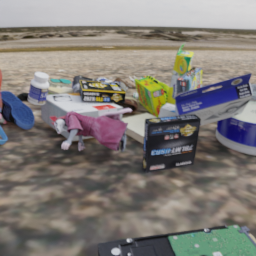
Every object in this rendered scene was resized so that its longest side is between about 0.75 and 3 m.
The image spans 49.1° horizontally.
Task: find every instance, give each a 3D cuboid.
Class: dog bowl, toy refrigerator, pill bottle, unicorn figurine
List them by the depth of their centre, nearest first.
[{"bbox_3d":[-2.961,-1.308,9.312,0.590,0.986,0.590,16,28,-9],"label":"pill bottle"},{"bbox_3d":[4.326,-0.058,9.323,2.616,1.030,2.616,0,22,0],"label":"dog bowl"},{"bbox_3d":[-3.526,-1.443,12.938,0.898,0.974,2.566,-19,29,-40],"label":"toy refrigerator"},{"bbox_3d":[0.724,-2.789,16.929,1.356,0.729,1.974,26,46,30],"label":"unicorn figurine"}]

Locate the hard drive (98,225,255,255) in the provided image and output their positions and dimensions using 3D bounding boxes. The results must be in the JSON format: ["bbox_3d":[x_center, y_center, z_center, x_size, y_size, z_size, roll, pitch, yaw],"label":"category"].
[{"bbox_3d":[0.950,2.300,4.028,2.634,0.498,1.840,-5,22,-10],"label":"hard drive"}]

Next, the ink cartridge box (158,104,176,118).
[{"bbox_3d":[1.703,-0.571,10.894,0.767,0.447,1.061,19,20,15],"label":"ink cartridge box"}]

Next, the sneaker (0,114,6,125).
[{"bbox_3d":[-5.265,-0.331,10.927,0.644,0.534,1.351,-36,36,-28],"label":"sneaker"}]

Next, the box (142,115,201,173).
[{"bbox_3d":[1.137,0.418,7.499,1.475,1.464,0.366,-5,25,-16],"label":"box"}]

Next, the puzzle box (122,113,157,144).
[{"bbox_3d":[0.751,0.049,10.040,1.574,0.301,2.366,-13,25,-31],"label":"puzzle box"}]

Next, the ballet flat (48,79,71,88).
[{"bbox_3d":[-2.529,-1.620,10.247,1.001,0.312,0.338,-5,47,-52],"label":"ballet flat"}]

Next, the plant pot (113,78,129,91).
[{"bbox_3d":[-0.377,-2.366,15.827,0.777,0.726,0.726,28,31,22],"label":"plant pot"}]

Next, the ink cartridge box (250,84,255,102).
[{"bbox_3d":[5.302,-1.052,10.800,1.868,0.441,1.495,30,-12,-24],"label":"ink cartridge box"}]

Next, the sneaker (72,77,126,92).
[{"bbox_3d":[-1.621,-2.012,14.492,2.708,1.094,1.564,-2,17,-25],"label":"sneaker"}]

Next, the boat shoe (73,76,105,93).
[{"bbox_3d":[-1.324,-1.812,12.810,2.758,0.914,0.964,4,-28,-38],"label":"boat shoe"}]

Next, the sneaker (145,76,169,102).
[{"bbox_3d":[1.519,-1.960,14.193,1.876,0.784,0.695,41,81,20],"label":"sneaker"}]

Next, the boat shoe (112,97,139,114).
[{"bbox_3d":[-0.740,-0.952,11.933,2.377,0.858,0.856,7,21,1],"label":"boat shoe"}]

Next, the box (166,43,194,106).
[{"bbox_3d":[2.285,-2.200,12.215,0.694,2.867,1.682,12,24,13],"label":"box"}]

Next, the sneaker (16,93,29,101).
[{"bbox_3d":[-4.799,-1.561,14.004,0.713,0.411,1.368,14,22,41],"label":"sneaker"}]

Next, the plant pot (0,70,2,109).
[{"bbox_3d":[-5.565,-1.525,10.127,2.170,2.170,2.111,-4,38,-10],"label":"plant pot"}]

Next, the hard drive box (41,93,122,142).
[{"bbox_3d":[-1.769,-0.511,10.322,2.023,0.997,2.595,-11,24,-37],"label":"hard drive box"}]

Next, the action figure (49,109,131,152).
[{"bbox_3d":[-1.123,-0.081,8.127,2.301,1.714,1.542,17,-2,-8],"label":"action figure"}]

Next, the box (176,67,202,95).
[{"bbox_3d":[2.222,-1.010,10.126,0.379,2.009,1.372,15,36,33],"label":"box"}]

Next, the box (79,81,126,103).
[{"bbox_3d":[-1.057,-1.421,10.859,1.593,0.492,1.994,3,17,-13],"label":"box"}]

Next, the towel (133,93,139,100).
[{"bbox_3d":[0.901,-1.668,14.580,1.291,0.198,0.963,1,22,3],"label":"towel"}]

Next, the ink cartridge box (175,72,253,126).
[{"bbox_3d":[2.328,-0.610,7.809,2.035,0.414,2.039,-16,-21,6],"label":"ink cartridge box"}]

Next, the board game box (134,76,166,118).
[{"bbox_3d":[0.970,-1.417,12.410,0.572,1.221,2.403,-19,25,-8],"label":"board game box"}]

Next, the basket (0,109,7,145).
[{"bbox_3d":[-5.027,-0.356,8.995,2.129,1.481,1.877,47,14,32],"label":"basket"}]

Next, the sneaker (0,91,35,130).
[{"bbox_3d":[-4.404,-0.517,10.989,0.814,0.904,2.320,-18,49,-40],"label":"sneaker"}]
